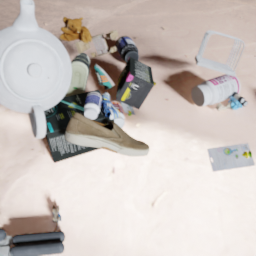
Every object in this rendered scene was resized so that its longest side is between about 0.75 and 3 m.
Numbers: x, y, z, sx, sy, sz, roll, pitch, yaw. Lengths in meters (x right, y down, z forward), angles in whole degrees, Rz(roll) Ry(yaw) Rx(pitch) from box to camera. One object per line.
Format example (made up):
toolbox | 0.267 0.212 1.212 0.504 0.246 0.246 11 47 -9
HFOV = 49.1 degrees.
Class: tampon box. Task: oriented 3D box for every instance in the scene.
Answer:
tampon box | 0.262 -1.892 11.766 1.105 1.312 1.751 22 33 -14
tampon box | -1.817 -0.111 9.986 2.300 1.452 1.724 -15 44 -17

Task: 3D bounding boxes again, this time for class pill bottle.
pill bottle | -1.163 -0.719 9.168 0.518 0.518 0.895 2 46 2
pill bottle | 3.722 -1.588 11.962 1.904 1.079 1.079 -20 45 -21
pill bottle | -0.023 -4.112 14.907 0.991 0.991 1.772 -10 42 -11
pill bottle | -0.498 -0.487 11.016 0.652 0.652 1.142 -7 40 -8

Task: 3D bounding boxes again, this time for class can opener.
can opener | -2.785 2.905 7.092 2.263 0.757 0.604 -4 41 -4

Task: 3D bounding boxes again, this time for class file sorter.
file sorter | 3.792 -3.214 11.739 1.550 1.391 2.234 17 23 4

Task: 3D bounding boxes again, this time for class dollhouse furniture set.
dollhouse furniture set | -1.281 -3.576 12.246 1.783 0.924 0.789 -6 28 29

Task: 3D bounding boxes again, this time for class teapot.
teapot | -2.890 -1.630 8.309 2.869 2.906 2.123 -51 29 -7

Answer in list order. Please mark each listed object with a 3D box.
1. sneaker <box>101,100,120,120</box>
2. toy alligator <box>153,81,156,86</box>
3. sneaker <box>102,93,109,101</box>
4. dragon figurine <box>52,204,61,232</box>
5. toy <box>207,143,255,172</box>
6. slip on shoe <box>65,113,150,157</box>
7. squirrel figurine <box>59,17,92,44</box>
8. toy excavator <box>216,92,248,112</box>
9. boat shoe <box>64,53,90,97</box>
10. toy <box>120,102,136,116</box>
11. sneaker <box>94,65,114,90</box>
sneaker | -0.658 -0.600 9.201 0.386 0.347 0.939 -28 49 -23
toy alligator | 0.965 -2.022 13.105 0.956 0.230 0.317 -31 49 -31
sneaker | -1.175 -0.980 11.331 1.284 0.475 0.528 -27 37 40
dragon figurine | -2.019 2.529 7.910 0.245 0.414 0.833 -8 61 -11
toy | 2.670 0.794 7.349 1.095 0.259 0.631 -10 67 5
slip on shoe | -0.507 0.240 8.799 2.875 0.871 1.093 14 6 -23
squirrel figurine | -1.827 -3.608 10.223 1.208 0.855 1.128 20 -9 -26
toy excavator | 4.305 -0.968 11.713 1.045 1.075 0.537 28 20 -41
boat shoe | -2.094 -1.631 10.852 0.995 2.770 0.936 15 46 -16
toy | -0.095 -0.864 11.709 0.572 0.235 0.993 10 40 -35
sneaker | -0.960 -1.822 10.286 0.450 1.125 0.402 -42 41 0
